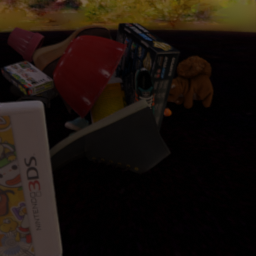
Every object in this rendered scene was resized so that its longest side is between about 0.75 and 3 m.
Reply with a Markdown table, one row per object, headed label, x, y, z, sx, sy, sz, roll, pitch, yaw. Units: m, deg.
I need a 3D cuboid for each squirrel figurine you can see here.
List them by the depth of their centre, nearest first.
| label | x | y | z | sx | sy | sz | roll | pitch | yaw |
| --- | --- | --- | --- | --- | --- | --- | --- | --- | --- |
| squirrel figurine | 2.231 | -1.853 | 11.029 | 1.979 | 2.120 | 1.500 | 1 | 28 | -22 |

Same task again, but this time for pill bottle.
| label | x | y | z | sx | sy | sz | roll | pitch | yaw |
| --- | --- | --- | --- | --- | --- | --- | --- | --- | --- |
| pill bottle | -0.550 | -0.692 | 7.336 | 0.973 | 1.782 | 0.973 | -10 | 5 | 1 |

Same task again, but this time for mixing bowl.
| label | x | y | z | sx | sy | sz | roll | pitch | yaw |
| --- | --- | --- | --- | --- | --- | --- | --- | --- | --- |
| mixing bowl | -1.073 | -1.403 | 6.785 | 1.144 | 2.113 | 2.113 | 30 | 20 | -14 |

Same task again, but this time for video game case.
| label | x | y | z | sx | sy | sz | roll | pitch | yaw |
| --- | --- | --- | --- | --- | --- | --- | --- | --- | --- |
| video game case | -2.534 | 1.040 | 3.848 | 2.944 | 2.680 | 0.337 | -6 | 24 | -13 |

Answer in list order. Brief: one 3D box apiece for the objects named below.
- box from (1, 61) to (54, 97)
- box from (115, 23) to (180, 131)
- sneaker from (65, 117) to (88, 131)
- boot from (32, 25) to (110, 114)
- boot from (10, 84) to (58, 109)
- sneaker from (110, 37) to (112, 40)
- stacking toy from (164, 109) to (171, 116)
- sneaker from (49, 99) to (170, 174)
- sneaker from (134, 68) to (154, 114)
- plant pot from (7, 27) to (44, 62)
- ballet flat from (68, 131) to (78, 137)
| label | x | y | z | sx | sy | sz | roll | pitch | yaw |
| --- | --- | --- | --- | --- | --- | --- | --- | --- | --- |
| box | -2.413 | -1.198 | 6.678 | 0.689 | 0.217 | 1.251 | -29 | 49 | -33 |
| box | 0.244 | -1.129 | 7.589 | 0.642 | 2.792 | 2.219 | -7 | 37 | -24 |
| sneaker | -1.516 | -0.146 | 8.347 | 0.416 | 0.461 | 1.125 | 15 | -2 | 14 |
| boot | -1.240 | -1.878 | 8.813 | 2.934 | 1.062 | 2.441 | -31 | 71 | -25 |
| boot | -4.078 | -1.322 | 11.473 | 2.272 | 0.787 | 1.978 | 4 | 24 | 3 |
| sneaker | -1.145 | -2.560 | 11.891 | 1.589 | 2.992 | 1.119 | -7 | 30 | 26 |
| stacking toy | 0.766 | -0.700 | 9.648 | 1.488 | 0.864 | 0.817 | 14 | 39 | -2 |
| sneaker | -0.380 | 0.469 | 4.714 | 2.084 | 1.107 | 0.780 | -28 | -1 | 5 |
| sneaker | 0.346 | -0.659 | 6.052 | 0.446 | 1.250 | 0.499 | -7 | 8 | -1 |
| plant pot | -3.185 | -2.623 | 8.640 | 0.823 | 0.919 | 0.919 | 28 | 20 | -15 |
| ballet flat | -0.852 | 0.383 | 8.025 | 1.694 | 0.599 | 0.599 | 2 | 24 | 13 |
